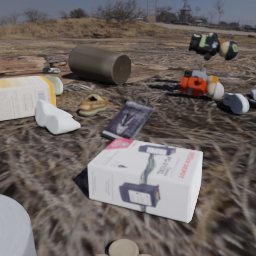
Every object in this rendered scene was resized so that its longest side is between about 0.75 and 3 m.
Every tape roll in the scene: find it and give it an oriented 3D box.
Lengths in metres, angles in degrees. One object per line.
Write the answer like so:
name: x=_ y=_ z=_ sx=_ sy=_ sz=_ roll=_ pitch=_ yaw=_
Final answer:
tape roll: x=-2.171 y=1.624 z=3.106 sx=2.185 sy=0.722 sz=2.185 roll=0 pitch=22 yaw=0

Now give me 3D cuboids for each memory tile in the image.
memory tile: x=-0.193 y=1.939 z=3.113 sx=1.225 sy=0.134 sz=1.598 roll=19 pitch=29 yaw=40

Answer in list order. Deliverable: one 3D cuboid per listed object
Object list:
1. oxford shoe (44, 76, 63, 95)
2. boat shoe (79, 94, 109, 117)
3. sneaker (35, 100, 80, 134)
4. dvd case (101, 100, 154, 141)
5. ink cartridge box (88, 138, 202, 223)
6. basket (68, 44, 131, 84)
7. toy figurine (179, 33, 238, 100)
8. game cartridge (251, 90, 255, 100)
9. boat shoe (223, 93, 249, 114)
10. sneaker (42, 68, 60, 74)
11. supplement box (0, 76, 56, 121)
oxford shoe: x=-3.174 y=-1.827 z=12.112 sx=0.551 sy=0.717 sz=1.907 roll=31 pitch=0 yaw=-40
boat shoe: x=-1.126 y=-0.866 z=9.628 sx=0.598 sy=0.584 sz=1.581 roll=8 pitch=23 yaw=19
sneaker: x=-2.105 y=-0.302 z=8.281 sx=0.843 sy=0.717 sz=1.904 roll=-3 pitch=26 yaw=-40
dvd case: x=-0.006 y=-0.161 z=7.474 sx=0.959 sy=0.103 sz=1.290 roll=20 pitch=64 yaw=41
ink cartridge box: x=0.361 y=0.845 z=5.049 sx=1.768 sy=0.746 sz=1.280 roll=8 pitch=23 yaw=20
basket: x=-1.251 y=-3.153 z=14.036 sx=2.580 sy=1.755 sz=2.326 roll=21 pitch=19 yaw=34
toy figurine: x=3.238 y=-2.531 z=11.364 sx=1.749 sy=2.514 sz=2.475 roll=15 pitch=22 yaw=11
game cartridge: x=5.660 y=-1.297 z=11.224 sx=1.303 sy=0.264 sz=0.869 roll=6 pitch=26 yaw=14
boat shoe: x=3.854 y=-0.919 z=9.746 sx=0.546 sy=0.633 sz=1.759 roll=1 pitch=19 yaw=0
sneaker: x=-4.461 y=-3.316 z=16.324 sx=0.959 sy=0.362 sz=0.552 roll=6 pitch=12 yaw=-5
supplement box: x=-4.025 y=-0.990 z=9.321 sx=2.796 sy=1.028 sz=1.762 roll=-11 pitch=24 yaw=-25
